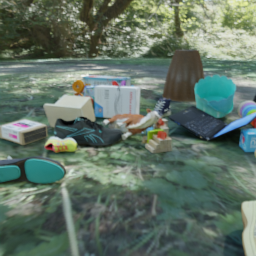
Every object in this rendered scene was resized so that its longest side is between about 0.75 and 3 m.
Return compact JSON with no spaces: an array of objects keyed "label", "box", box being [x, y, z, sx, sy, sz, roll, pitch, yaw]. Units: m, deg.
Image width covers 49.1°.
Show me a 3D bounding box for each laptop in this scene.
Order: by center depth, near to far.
[{"label":"laptop","box":[3.057,-0.479,9.729,2.442,1.261,2.164,33,31,25]}]

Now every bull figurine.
[{"label":"bull figurine","box":[0.013,-0.113,9.066,1.314,0.705,2.164,-21,11,-37]}]

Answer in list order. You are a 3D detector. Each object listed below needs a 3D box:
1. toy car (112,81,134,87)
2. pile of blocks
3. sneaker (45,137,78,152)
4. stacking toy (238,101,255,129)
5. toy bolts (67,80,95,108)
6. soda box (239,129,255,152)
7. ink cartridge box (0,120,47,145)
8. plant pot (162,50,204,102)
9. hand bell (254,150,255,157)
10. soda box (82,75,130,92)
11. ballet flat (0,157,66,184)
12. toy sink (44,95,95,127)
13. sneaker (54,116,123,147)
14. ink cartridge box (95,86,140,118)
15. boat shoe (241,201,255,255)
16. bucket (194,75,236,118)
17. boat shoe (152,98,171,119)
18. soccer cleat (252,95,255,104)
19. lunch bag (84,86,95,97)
[{"label":"toy car","box":[-0.371,-1.716,13.822,1.649,1.237,1.443,3,17,9]},{"label":"pile of blocks","box":[0.893,0.098,9.031,0.897,0.679,2.184,1,17,3]},{"label":"sneaker","box":[-1.960,0.557,8.170,1.057,0.413,0.477,2,27,23]},{"label":"stacking toy","box":[4.844,-0.430,10.699,0.787,0.787,1.844,1,22,4]},{"label":"toy bolts","box":[-2.055,-1.574,13.611,1.425,1.361,0.988,26,20,19]},{"label":"soda box","box":[4.262,0.375,8.317,1.695,0.575,0.544,0,18,2]},{"label":"ink cartridge box","box":[-3.485,0.118,9.334,1.217,0.457,1.002,12,20,31]},{"label":"plant pot","box":[3.192,-2.977,15.520,2.444,2.615,2.444,1,18,0]},{"label":"hand bell","box":[3.597,0.917,7.044,0.546,0.546,1.048,3,30,8]},{"label":"soda box","box":[-1.335,-2.602,16.969,2.937,1.004,0.934,9,20,26]},{"label":"ballet flat","box":[-2.362,0.935,6.506,1.888,0.690,0.690,-3,18,-2]},{"label":"toy sink","box":[-2.121,-0.582,10.293,1.539,1.003,0.862,6,37,20]},{"label":"sneaker","box":[-1.238,0.112,8.728,2.170,0.860,0.818,-2,16,-9]},{"label":"ink cartridge box","box":[-0.444,-1.074,11.668,1.780,1.287,0.750,6,14,15]},{"label":"boat shoe","box":[1.989,1.582,3.702,0.716,0.838,2.285,-23,9,22]},{"label":"bucket","box":[3.591,-1.272,11.632,1.695,1.102,1.695,-8,46,8]},{"label":"boat shoe","box":[1.282,-0.809,11.767,0.601,0.747,1.611,11,20,31]},{"label":"soccer cleat","box":[6.063,-0.946,12.184,0.993,0.926,2.714,15,22,8]},{"label":"lunch bag","box":[-1.697,-1.700,14.333,1.057,0.899,0.674,-7,20,-19]}]
